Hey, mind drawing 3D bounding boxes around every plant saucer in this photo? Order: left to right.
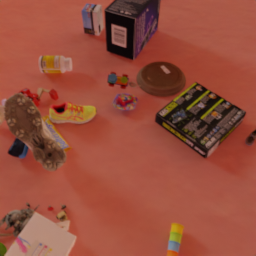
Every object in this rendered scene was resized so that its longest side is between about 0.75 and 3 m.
[{"bbox_3d":[1.444,-2.209,12.192,2.168,0.319,2.168,0,51,0],"label":"plant saucer"}]

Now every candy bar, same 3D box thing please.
[{"bbox_3d":[-2.724,0.258,10.295,0.501,0.223,2.009,-31,57,-22],"label":"candy bar"}]

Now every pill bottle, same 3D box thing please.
[{"bbox_3d":[-3.190,-2.800,12.374,1.331,0.748,0.748,0,52,-1],"label":"pill bottle"}]

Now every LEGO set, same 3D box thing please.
[{"bbox_3d":[-2.812,2.645,8.174,2.022,0.573,1.313,-22,55,-17],"label":"LEGO set"}]

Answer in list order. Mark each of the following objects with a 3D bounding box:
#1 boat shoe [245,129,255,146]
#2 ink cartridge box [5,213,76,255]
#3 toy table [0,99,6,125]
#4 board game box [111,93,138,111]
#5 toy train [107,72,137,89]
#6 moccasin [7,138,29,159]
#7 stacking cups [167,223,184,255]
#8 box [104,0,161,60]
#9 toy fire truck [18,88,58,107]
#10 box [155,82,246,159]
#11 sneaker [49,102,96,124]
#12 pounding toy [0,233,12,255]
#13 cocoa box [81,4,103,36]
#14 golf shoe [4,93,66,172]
[{"bbox_3d":[4.524,0.306,10.202,0.293,0.294,0.811,30,57,21],"label":"boat shoe"},{"bbox_3d":[-2.261,3.236,7.099,1.247,1.280,1.992,29,55,3],"label":"ink cartridge box"},{"bbox_3d":[-4.725,-0.531,10.432,0.747,1.173,1.276,-22,31,-35],"label":"toy table"},{"bbox_3d":[-0.111,-1.139,11.247,0.929,0.229,1.176,13,42,9],"label":"board game box"},{"bbox_3d":[-0.128,-1.897,11.336,1.421,0.822,0.601,10,93,-4],"label":"toy train"},{"bbox_3d":[-3.790,0.127,10.010,0.665,0.784,1.949,9,50,-7],"label":"moccasin"},{"bbox_3d":[1.284,3.345,7.801,0.383,0.383,1.265,12,57,9],"label":"stacking cups"},{"bbox_3d":[0.265,-5.073,13.234,1.559,2.211,2.988,22,56,16],"label":"box"},{"bbox_3d":[-3.659,-1.331,11.373,1.449,0.353,1.022,28,59,28],"label":"toy fire truck"},{"bbox_3d":[2.720,-0.407,10.597,2.417,0.595,2.503,36,61,28],"label":"box"},{"bbox_3d":[-2.111,-0.628,10.607,1.823,0.823,0.713,-7,52,-7],"label":"sneaker"},{"bbox_3d":[-3.778,3.357,7.645,0.862,0.518,1.117,1,52,0],"label":"pounding toy"},{"bbox_3d":[-1.792,-5.469,14.156,0.825,1.257,0.838,11,51,10],"label":"cocoa box"},{"bbox_3d":[-3.045,0.195,9.125,1.069,1.327,2.730,-31,92,-12],"label":"golf shoe"}]
